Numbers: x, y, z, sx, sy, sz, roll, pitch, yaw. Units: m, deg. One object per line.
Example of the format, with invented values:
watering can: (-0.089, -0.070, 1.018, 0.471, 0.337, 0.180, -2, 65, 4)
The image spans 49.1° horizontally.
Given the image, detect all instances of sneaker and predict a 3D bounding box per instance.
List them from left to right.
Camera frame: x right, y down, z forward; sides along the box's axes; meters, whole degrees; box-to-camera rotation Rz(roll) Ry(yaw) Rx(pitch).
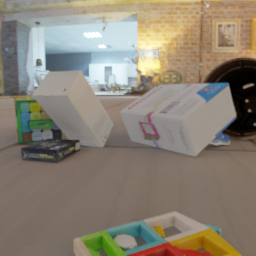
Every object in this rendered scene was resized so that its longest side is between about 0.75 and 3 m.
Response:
sneaker: (3.003, 0.263, 9.258, 0.526, 0.597, 1.340, 8, 5, 41)

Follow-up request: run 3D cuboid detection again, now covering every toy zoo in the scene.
toy zoo: (0.414, 1.447, 3.329, 1.846, 0.189, 1.211, -5, 10, -27)

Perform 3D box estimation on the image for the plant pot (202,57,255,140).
plant pot: (4.757, -1.011, 11.174, 2.961, 2.961, 2.931, 7, 3, 35)

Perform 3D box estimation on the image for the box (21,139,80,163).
box: (-2.156, 0.611, 7.972, 1.103, 0.357, 1.399, 2, 9, 16)

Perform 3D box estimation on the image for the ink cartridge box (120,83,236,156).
ink cartridge box: (1.483, -0.419, 8.994, 2.161, 1.266, 2.991, -36, 26, -27)

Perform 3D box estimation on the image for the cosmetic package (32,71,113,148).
cosmetic package: (-1.585, -0.504, 8.577, 1.311, 2.437, 1.034, 5, 54, 27)

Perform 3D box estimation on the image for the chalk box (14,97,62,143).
chalk box: (-3.308, -0.349, 10.264, 1.534, 1.523, 2.457, -5, 10, -24)
